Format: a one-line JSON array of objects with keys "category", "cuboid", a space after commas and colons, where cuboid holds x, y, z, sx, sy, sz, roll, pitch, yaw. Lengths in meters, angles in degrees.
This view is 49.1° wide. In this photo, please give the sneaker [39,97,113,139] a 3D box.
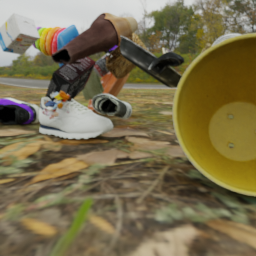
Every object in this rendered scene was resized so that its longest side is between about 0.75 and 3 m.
[{"category": "sneaker", "cuboid": [-1.457, -0.279, 7.227, 2.427, 0.977, 0.927, 6, 9, 32]}]

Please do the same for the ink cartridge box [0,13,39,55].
[{"category": "ink cartridge box", "cuboid": [-2.728, -2.301, 6.945, 0.800, 0.579, 0.589, -28, -12, 31]}]

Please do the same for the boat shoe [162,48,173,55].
[{"category": "boat shoe", "cuboid": [1.624, -2.883, 11.232, 0.468, 0.520, 1.445, -7, 26, 6]}]

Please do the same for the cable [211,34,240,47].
[{"category": "cable", "cuboid": [3.479, -2.331, 9.410, 1.586, 1.587, 0.549, -13, 10, 14]}]

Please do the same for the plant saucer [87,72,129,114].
[{"category": "plant saucer", "cuboid": [-0.700, -1.695, 11.072, 0.439, 2.720, 2.720, 32, -1, -20]}]

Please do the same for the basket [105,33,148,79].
[{"category": "basket", "cuboid": [-0.143, -2.157, 8.271, 1.225, 0.912, 0.874, -38, -3, 26]}]

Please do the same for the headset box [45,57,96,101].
[{"category": "headset box", "cuboid": [-1.712, -1.452, 8.515, 0.637, 1.228, 1.650, 34, 44, -2]}]

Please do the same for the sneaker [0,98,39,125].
[{"category": "sneaker", "cuboid": [-4.100, -0.539, 9.314, 2.276, 0.791, 1.132, 6, 12, 29]}]

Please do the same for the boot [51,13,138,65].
[{"category": "boot", "cuboid": [-1.183, -2.429, 7.731, 2.165, 0.942, 2.603, -31, 24, -21]}]

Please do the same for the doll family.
[{"category": "doll family", "cuboid": [-1.707, -0.610, 6.688, 0.525, 0.381, 0.845, 12, 54, 29]}]

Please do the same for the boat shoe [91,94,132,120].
[{"category": "boat shoe", "cuboid": [-0.495, -0.533, 6.341, 0.440, 0.488, 1.381, 12, 4, -41]}]

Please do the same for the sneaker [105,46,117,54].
[{"category": "sneaker", "cuboid": [-0.303, -2.556, 9.696, 0.851, 0.595, 1.711, -42, 39, -3]}]

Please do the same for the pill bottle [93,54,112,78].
[{"category": "pill bottle", "cuboid": [-0.708, -2.112, 9.250, 0.914, 0.530, 0.530, -37, 14, -2]}]

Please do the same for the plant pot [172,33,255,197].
[{"category": "plant pot", "cuboid": [1.748, -0.083, 4.131, 2.075, 2.075, 1.473, 2, -10, 13]}]

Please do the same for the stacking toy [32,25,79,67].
[{"category": "stacking toy", "cuboid": [-2.565, -2.677, 8.581, 1.964, 1.140, 1.078, 17, 43, 12]}]

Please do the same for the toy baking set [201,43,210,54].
[{"category": "toy baking set", "cuboid": [2.649, -2.084, 10.857, 0.274, 1.808, 2.356, 23, -16, 9]}]

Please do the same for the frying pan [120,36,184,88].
[{"category": "frying pan", "cuboid": [0.651, -1.029, 5.063, 1.593, 0.429, 2.633, 27, 13, -32]}]

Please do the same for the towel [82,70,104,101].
[{"category": "towel", "cuboid": [-1.370, -1.633, 9.859, 0.931, 1.255, 0.229, -14, 6, 35]}]
